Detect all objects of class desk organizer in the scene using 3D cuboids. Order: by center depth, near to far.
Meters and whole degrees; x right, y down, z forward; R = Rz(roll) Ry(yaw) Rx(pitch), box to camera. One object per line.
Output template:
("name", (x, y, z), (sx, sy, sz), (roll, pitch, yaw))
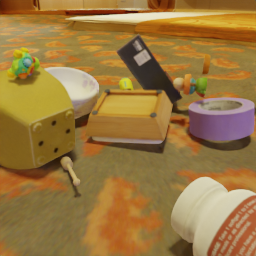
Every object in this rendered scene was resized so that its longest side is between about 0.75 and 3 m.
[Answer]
("desk organizer", (0.735, -1.864, 9.329), (0.878, 2.450, 0.943), (-33, 17, 18))

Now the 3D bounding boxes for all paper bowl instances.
("paper bowl", (-1.984, -1.039, 8.941), (2.010, 1.045, 2.010), (9, 37, -7))

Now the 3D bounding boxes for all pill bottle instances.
("pill bottle", (1.788, 1.698, 3.729), (1.363, 1.363, 2.430), (-19, 34, -32))

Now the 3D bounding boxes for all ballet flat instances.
("ballet flat", (-0.022, -1.004, 9.093), (0.492, 1.473, 0.494), (-13, 59, 0))

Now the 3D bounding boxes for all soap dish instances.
("soap dish", (0.047, -0.377, 7.799), (2.159, 0.877, 1.699), (3, 37, 15))

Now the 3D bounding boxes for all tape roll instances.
("tape roll", (2.590, -0.295, 7.836), (1.724, 0.733, 1.724), (-6, 19, 2))

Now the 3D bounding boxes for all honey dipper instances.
("honey dipper", (-1.238, 0.949, 6.124), (0.240, 0.240, 1.261), (-12, 20, -22))

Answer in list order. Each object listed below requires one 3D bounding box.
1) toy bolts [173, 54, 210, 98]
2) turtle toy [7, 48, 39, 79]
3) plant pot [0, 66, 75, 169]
("toy bolts", (1.927, -1.530, 8.557), (0.943, 1.299, 1.360), (8, -8, 13))
("turtle toy", (-2.385, -1.468, 6.513), (0.470, 0.678, 0.930), (27, 23, -8))
("plant pot", (-2.369, -0.157, 6.737), (2.036, 1.977, 1.990), (27, 38, 33))
